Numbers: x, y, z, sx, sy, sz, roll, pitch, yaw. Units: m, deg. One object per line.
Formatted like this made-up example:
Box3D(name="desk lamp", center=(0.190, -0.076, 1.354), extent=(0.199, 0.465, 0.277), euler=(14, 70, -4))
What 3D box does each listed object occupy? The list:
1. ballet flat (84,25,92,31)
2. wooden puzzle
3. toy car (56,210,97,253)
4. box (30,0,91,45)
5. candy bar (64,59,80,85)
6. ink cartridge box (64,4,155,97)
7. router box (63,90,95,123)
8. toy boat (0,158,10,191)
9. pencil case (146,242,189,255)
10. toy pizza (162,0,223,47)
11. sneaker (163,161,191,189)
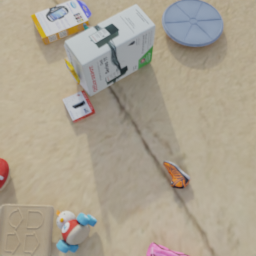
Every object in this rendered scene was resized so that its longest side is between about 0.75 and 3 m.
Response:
Box3D(name="ballet flat", center=(-1.383, -3.847, 11.418), extent=(0.341, 0.345, 1.015), euler=(-35, 76, -34))
Box3D(name="wooden puzzle", center=(-3.068, 3.076, 8.407), extent=(1.605, 0.371, 1.486), euler=(2, 76, 0))
Box3D(name="toy car", center=(-1.785, 2.845, 8.292), extent=(1.207, 1.068, 1.113), euler=(32, 81, 25))
Box3D(name="box", center=(-2.684, -4.440, 11.564), extent=(2.289, 0.475, 1.362), euler=(-25, 70, -13))
Box3D(name="candy bar", center=(-1.804, -1.807, 9.160), extent=(0.185, 1.669, 0.416), euler=(-32, 85, -5))
Box3D(name="ink cartridge box", center=(-0.581, -2.653, 9.926), extent=(2.876, 2.108, 1.195), euler=(-32, 71, -11))
Box3D(name="router box", center=(-1.778, -0.776, 10.148), extent=(0.869, 0.236, 0.968), euler=(-26, 70, -10))
Box3D(name="toy boat", center=(-4.721, 1.313, 8.724), extent=(1.933, 1.263, 1.261), euler=(16, 68, 7))
Box3D(name="pencil case", center=(1.389, 3.823, 7.917), extent=(1.785, 0.836, 0.810), euler=(15, 60, 6))
Box3D(name="toy pizza", center=(2.626, -4.274, 11.516), extent=(2.511, 0.398, 2.511), euler=(0, 66, -1))
Box3D(name="sneaker", center=(1.466, 1.563, 9.091), extent=(1.050, 0.407, 0.588), euler=(37, 71, 14))
